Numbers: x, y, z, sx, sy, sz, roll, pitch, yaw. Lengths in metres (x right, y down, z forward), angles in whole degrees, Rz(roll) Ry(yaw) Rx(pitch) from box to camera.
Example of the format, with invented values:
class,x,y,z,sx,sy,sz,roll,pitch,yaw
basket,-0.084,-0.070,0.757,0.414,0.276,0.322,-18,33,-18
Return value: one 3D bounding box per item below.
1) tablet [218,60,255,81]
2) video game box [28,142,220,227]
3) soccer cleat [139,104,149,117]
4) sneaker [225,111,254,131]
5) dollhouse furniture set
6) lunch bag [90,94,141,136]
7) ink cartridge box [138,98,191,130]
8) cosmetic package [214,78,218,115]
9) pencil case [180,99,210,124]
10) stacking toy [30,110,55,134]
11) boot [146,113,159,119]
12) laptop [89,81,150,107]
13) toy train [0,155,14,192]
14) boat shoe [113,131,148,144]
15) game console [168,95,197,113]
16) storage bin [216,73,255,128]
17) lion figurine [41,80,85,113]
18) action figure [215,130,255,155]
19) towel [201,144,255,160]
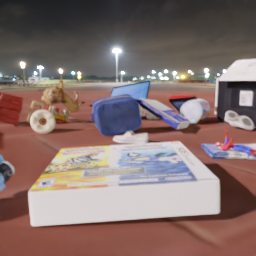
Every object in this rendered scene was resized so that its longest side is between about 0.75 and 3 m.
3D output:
class,x,y,z,sx,sy,sz,roll,pitch,yaw
tablet,4.427,-2.137,10.226,1.313,0.138,2.018,-43,27,-17
video game box,-0.064,0.691,4.194,2.232,0.522,2.033,-3,8,-3
soccer cleat,0.254,-0.844,13.185,0.825,0.737,2.127,6,14,41
sneaker,3.827,-0.192,9.688,1.026,0.400,0.510,33,-22,21
dollhouse furniture set,-3.898,-0.540,11.114,2.686,1.092,1.446,15,0,-32
lunch bag,-0.447,-0.433,8.955,1.567,1.064,1.037,-11,18,-10
ink cartridge box,1.186,-0.473,9.445,1.560,0.371,1.579,35,20,22
cosmetic package,5.672,-1.508,13.585,2.234,1.843,1.842,-6,11,-34
pencil case,2.839,-0.721,11.616,0.848,0.925,2.039,-26,-3,26
stacking toy,-2.928,-0.113,9.411,0.785,0.785,1.075,-5,-9,-26
boot,1.205,-0.520,12.425,0.767,0.282,0.367,-5,4,-31
laptop,-0.296,-1.546,12.450,2.046,1.192,2.308,-7,-4,26
toy train,-1.947,0.758,3.591,0.618,0.469,1.082,-3,25,30
boat shoe,0.065,0.249,7.662,0.992,0.326,0.357,4,10,23
game console,2.865,-1.089,13.501,1.435,0.252,1.623,5,-21,40
storage bin,5.007,-1.123,10.739,1.400,2.019,2.987,-5,11,-30
lion figurine,-2.490,-1.106,11.268,0.731,1.235,2.017,-36,-47,29
action figure,2.363,0.316,6.051,0.943,0.467,0.308,4,22,30
towel,2.617,0.511,6.519,1.607,0.191,1.180,0,9,3
